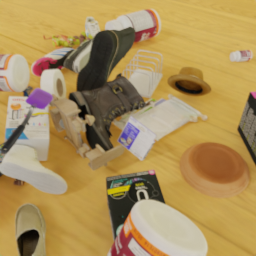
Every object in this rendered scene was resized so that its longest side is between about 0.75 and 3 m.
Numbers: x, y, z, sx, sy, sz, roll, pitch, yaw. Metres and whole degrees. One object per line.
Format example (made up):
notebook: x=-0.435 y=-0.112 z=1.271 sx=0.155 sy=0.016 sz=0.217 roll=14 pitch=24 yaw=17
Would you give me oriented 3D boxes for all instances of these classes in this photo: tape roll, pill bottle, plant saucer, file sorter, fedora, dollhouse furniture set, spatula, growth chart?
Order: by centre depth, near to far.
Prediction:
pill bottle: x=0.185 y=2.563 z=4.749 sx=1.349 sy=2.363 sz=1.349 roll=26 pitch=11 yaw=-5
spatula: x=-2.627 y=-0.202 z=7.192 sx=0.582 sy=0.212 sz=2.061 roll=24 pitch=64 yaw=1
plant saucer: x=2.479 y=1.077 z=8.015 sx=1.968 sy=0.368 sz=1.968 roll=0 pitch=42 yaw=0
dollhouse furniture set: x=-1.279 y=-0.163 z=8.311 sx=1.211 sy=1.418 sz=2.736 roll=-26 pitch=40 yaw=-24
pill bottle: x=-4.594 y=-1.851 z=9.398 sx=2.171 sy=1.239 sz=1.239 roll=4 pitch=43 yaw=7
growth chart: x=1.002 y=-0.381 z=9.686 sx=2.879 sy=0.255 sz=2.083 roll=-25 pitch=48 yaw=-24
tape roll: x=-2.609 y=-1.404 z=9.869 sx=0.450 sy=1.287 sz=1.287 roll=-4 pitch=42 yaw=7
fedora: x=2.244 y=-1.725 z=10.072 sx=1.686 sy=1.686 sz=0.688 roll=14 pitch=78 yaw=14
file sorter: x=0.584 y=-2.168 z=11.044 sx=1.179 sy=1.058 sz=1.698 roll=15 pitch=45 yaw=16
pill bottle: x=5.084 y=-3.242 z=12.637 sx=0.872 sy=0.478 sz=0.478 roll=-7 pitch=43 yaw=-7
pill bottle: x=0.236 y=-4.890 z=13.753 sx=2.533 sy=1.388 sz=1.388 roll=-25 pitch=48 yaw=-24

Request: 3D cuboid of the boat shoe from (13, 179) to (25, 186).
boat shoe: x=-2.999 y=1.255 z=7.875 sx=0.283 sy=0.284 sz=0.806 roll=2 pitch=42 yaw=-1

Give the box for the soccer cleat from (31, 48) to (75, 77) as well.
soccer cleat: x=-3.240 y=-2.821 z=12.037 sx=1.017 sy=0.823 sz=2.356 roll=23 pitch=42 yaw=36

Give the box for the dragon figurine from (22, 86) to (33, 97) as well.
dragon figurine: x=-3.521 y=-0.496 z=9.452 sx=1.088 sy=0.644 sz=2.188 roll=8 pitch=53 yaw=15

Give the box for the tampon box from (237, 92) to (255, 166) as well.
tampon box: x=4.619 y=0.287 z=7.944 sx=1.922 sy=1.619 sz=2.564 roll=-2 pitch=43 yaw=-2

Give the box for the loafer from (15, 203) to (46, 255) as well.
loafer: x=-2.224 y=2.397 z=6.395 sx=0.664 sy=0.599 sz=1.756 roll=-15 pitch=45 yaw=-16

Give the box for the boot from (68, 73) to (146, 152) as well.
boot: x=-0.378 y=-0.494 z=8.891 sx=2.328 sy=0.926 sz=2.674 roll=-21 pitch=74 yaw=-30

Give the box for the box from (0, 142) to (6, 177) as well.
box: x=-3.611 y=0.820 z=8.363 sx=0.840 sy=0.265 sz=1.527 roll=25 pitch=48 yaw=25

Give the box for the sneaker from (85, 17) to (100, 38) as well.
sneaker: x=-1.757 y=-4.883 z=14.166 sx=0.779 sy=0.822 sz=2.035 roll=-15 pitch=47 yaw=-18

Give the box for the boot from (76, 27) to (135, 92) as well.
boot: x=-0.693 y=-2.270 z=10.188 sx=1.097 sy=2.832 sz=1.959 roll=40 pitch=38 yaw=6

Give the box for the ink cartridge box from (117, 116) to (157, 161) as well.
ink cartridge box: x=0.280 y=0.294 z=8.268 sx=0.993 sy=1.003 sz=0.218 roll=38 pitch=30 yaw=17

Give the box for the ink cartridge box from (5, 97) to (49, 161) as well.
ink cartridge box: x=-2.890 y=0.015 z=8.095 sx=1.135 sy=1.116 sz=1.542 roll=1 pitch=51 yaw=-19

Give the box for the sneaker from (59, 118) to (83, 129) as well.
sneaker: x=-1.589 y=-0.142 z=9.190 sx=1.307 sy=0.477 sz=0.463 roll=2 pitch=8 yaw=-19

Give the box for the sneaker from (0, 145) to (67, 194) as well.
sneaker: x=-2.355 y=1.017 z=7.352 sx=1.749 sy=0.644 sz=1.011 roll=32 pitch=22 yaw=-23

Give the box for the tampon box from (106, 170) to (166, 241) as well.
tampon box: x=0.204 y=2.012 z=6.487 sx=1.247 sy=1.050 sz=1.664 roll=-8 pitch=43 yaw=-9

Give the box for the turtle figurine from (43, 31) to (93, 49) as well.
turtle figurine: x=-2.711 y=-4.051 z=13.214 sx=2.030 sy=0.811 sz=2.517 roll=-20 pitch=26 yaw=-34

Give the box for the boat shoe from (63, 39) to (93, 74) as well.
boat shoe: x=-1.763 y=-3.479 z=12.479 sx=0.932 sy=1.035 sz=2.926 roll=19 pitch=48 yaw=20
